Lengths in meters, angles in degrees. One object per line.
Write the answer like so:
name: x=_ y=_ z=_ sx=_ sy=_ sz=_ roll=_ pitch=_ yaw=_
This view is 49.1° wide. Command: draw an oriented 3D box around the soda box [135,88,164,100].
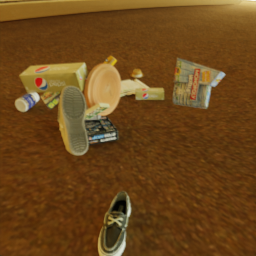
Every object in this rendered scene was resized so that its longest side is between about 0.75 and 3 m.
soda box: x=0.992 y=-1.568 z=12.983 sx=1.306 sy=0.418 sz=0.442 roll=0 pitch=32 yaw=1

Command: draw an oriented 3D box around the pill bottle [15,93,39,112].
pill bottle: x=-4.368 y=-1.163 z=12.175 sx=0.584 sy=0.584 sz=1.009 roll=10 pitch=33 yaw=16

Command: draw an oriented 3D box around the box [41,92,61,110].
box: x=-2.496 y=-1.422 z=10.467 sx=1.537 sy=0.267 sz=0.846 roll=-42 pitch=41 yaw=-4

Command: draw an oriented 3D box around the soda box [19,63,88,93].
soda box: x=-2.457 y=-1.671 z=9.437 sx=2.207 sy=0.707 sz=0.748 roll=1 pitch=38 yaw=21

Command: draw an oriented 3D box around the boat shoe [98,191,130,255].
boat shoe: x=-0.323 y=2.264 z=6.696 sx=0.622 sy=0.560 sz=1.759 roll=5 pitch=32 yaw=8

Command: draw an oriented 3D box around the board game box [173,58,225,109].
board game box: x=2.177 y=-1.384 z=8.783 sx=1.486 sy=1.487 sz=0.459 roll=12 pitch=7 yaw=35

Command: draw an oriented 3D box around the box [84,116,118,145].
box: x=-1.376 y=0.125 z=10.153 sx=1.728 sy=0.397 sz=1.373 roll=-10 pitch=28 yaw=-18

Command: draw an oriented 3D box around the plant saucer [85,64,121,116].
plant saucer: x=-0.780 y=-1.299 z=9.673 sx=0.288 sy=1.785 sz=1.785 roll=14 pitch=34 yaw=34

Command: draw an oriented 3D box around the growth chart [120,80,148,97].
growth chart: x=-0.226 y=-1.961 z=13.809 sx=2.402 sy=0.213 sz=1.738 roll=-10 pitch=34 yaw=-16

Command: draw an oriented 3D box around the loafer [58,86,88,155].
loafer: x=-1.367 y=-0.158 z=6.643 sx=0.652 sy=1.722 sz=0.588 roll=5 pitch=-20 yaw=-35

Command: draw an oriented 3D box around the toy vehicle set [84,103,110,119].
toy vehicle set: x=-1.110 y=-0.529 z=9.059 sx=0.926 sy=0.123 sz=0.575 roll=-27 pitch=-11 yaw=26

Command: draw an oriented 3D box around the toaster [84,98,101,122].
toaster: x=-1.580 y=-0.685 z=10.563 sx=1.072 sy=0.704 sz=1.186 roll=-3 pitch=24 yaw=-2

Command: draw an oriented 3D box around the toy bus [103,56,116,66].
toy bus: x=-0.961 y=-2.819 z=12.682 sx=0.361 sy=0.923 sz=0.301 roll=44 pitch=13 yaw=8

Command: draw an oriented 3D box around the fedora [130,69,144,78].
fedora: x=0.494 y=-3.006 z=15.368 sx=0.824 sy=0.336 sz=0.824 roll=0 pitch=31 yaw=0
